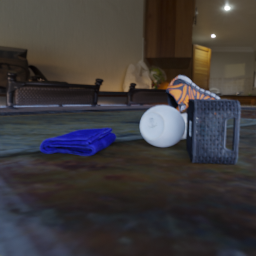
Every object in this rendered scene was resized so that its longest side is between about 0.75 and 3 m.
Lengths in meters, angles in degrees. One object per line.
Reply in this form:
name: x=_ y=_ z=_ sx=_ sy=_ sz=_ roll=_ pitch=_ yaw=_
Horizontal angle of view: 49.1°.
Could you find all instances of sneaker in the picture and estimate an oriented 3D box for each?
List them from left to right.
sneaker: x=2.673 y=-0.931 z=11.574 sx=2.653 sy=1.029 sz=1.486 roll=34 pitch=60 yaw=14

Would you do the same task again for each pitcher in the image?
pitcher: x=1.276 y=0.065 z=10.832 sx=2.154 sy=1.522 sz=2.510 roll=-24 pitch=-14 yaw=31

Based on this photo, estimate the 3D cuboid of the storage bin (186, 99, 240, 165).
storage bin: x=2.572 y=0.008 z=8.955 sx=1.262 sy=1.820 sz=2.692 roll=2 pitch=7 yaw=8

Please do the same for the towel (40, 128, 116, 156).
towel: x=-1.713 y=0.416 z=10.351 sx=1.985 sy=0.666 sz=2.688 roll=3 pitch=7 yaw=13
